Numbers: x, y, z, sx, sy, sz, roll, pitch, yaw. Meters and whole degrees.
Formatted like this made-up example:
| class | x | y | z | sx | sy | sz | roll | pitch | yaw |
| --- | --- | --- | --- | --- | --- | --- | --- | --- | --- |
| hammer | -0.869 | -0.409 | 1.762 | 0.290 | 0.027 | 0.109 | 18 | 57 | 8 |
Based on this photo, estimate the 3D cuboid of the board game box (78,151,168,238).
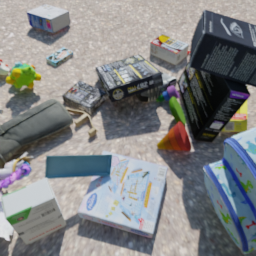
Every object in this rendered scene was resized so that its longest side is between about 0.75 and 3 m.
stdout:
| class | x | y | z | sx | sy | sz | roll | pitch | yaw |
| --- | --- | --- | --- | --- | --- | --- | --- | --- | --- |
| board game box | -0.071 | 1.716 | 7.595 | 1.967 | 0.406 | 1.972 | 14 | 52 | 10 |

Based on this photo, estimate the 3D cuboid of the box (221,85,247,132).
| class | x | y | z | sx | sy | sz | roll | pitch | yaw |
| --- | --- | --- | --- | --- | --- | --- | --- | --- | --- |
| box | 3.697 | -0.846 | 9.715 | 0.856 | 0.570 | 2.274 | 2 | 47 | 22 |

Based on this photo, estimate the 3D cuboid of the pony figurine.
| class | x | y | z | sx | sy | sz | roll | pitch | yaw |
| --- | --- | --- | --- | --- | --- | --- | --- | --- | --- |
| pony figurine | -3.700 | 1.551 | 7.067 | 2.348 | 1.955 | 2.266 | -11 | 35 | 4 |

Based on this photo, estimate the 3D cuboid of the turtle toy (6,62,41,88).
| class | x | y | z | sx | sy | sz | roll | pitch | yaw |
| --- | --- | --- | --- | --- | --- | --- | --- | --- | --- |
| turtle toy | -3.994 | -1.945 | 10.429 | 1.067 | 1.465 | 0.740 | 5 | 66 | -46 |

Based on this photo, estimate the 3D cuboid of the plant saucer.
| class | x | y | z | sx | sy | sz | roll | pitch | yaw |
| --- | --- | --- | --- | --- | --- | --- | --- | --- | --- |
| plant saucer | -1.266 | 0.977 | 7.279 | 1.749 | 0.611 | 0.166 | 2 | 12 | -25 |

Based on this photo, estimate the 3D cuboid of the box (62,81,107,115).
| class | x | y | z | sx | sy | sz | roll | pitch | yaw |
| --- | --- | --- | --- | --- | --- | --- | --- | --- | --- |
| box | -1.572 | -1.134 | 10.237 | 1.311 | 0.326 | 1.034 | 25 | 53 | 20 |

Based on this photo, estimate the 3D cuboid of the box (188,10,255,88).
| class | x | y | z | sx | sy | sz | roll | pitch | yaw |
| --- | --- | --- | --- | --- | --- | --- | --- | --- | --- |
| box | 2.838 | -2.213 | 7.757 | 2.068 | 1.079 | 1.530 | 17 | 46 | 1 |

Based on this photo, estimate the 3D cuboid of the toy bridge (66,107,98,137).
| class | x | y | z | sx | sy | sz | roll | pitch | yaw |
| --- | --- | --- | --- | --- | --- | --- | --- | --- | --- |
| toy bridge | -1.577 | -0.270 | 9.529 | 1.607 | 0.219 | 0.540 | 34 | 59 | 28 |

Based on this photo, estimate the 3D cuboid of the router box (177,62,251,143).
| class | x | y | z | sx | sy | sz | roll | pitch | yaw |
| --- | --- | --- | --- | --- | --- | --- | --- | --- | --- |
| router box | 2.592 | -1.302 | 9.128 | 0.734 | 2.143 | 2.873 | 8 | 47 | -16 |

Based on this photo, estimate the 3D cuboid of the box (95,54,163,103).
| class | x | y | z | sx | sy | sz | roll | pitch | yaw |
| --- | --- | --- | --- | --- | --- | --- | --- | --- | --- |
| box | -0.053 | -1.901 | 10.207 | 1.915 | 0.583 | 2.375 | -21 | 33 | -7 |

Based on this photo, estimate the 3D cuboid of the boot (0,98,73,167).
| class | x | y | z | sx | sy | sz | roll | pitch | yaw |
| --- | --- | --- | --- | --- | --- | --- | --- | --- | --- |
| boot | -3.531 | -0.257 | 9.046 | 2.460 | 0.982 | 2.705 | 42 | 66 | 17 |

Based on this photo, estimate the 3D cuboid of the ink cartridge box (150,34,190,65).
| class | x | y | z | sx | sy | sz | roll | pitch | yaw |
| --- | --- | --- | --- | --- | --- | --- | --- | --- | --- |
| ink cartridge box | 1.845 | -3.479 | 12.127 | 1.391 | 0.583 | 1.221 | 31 | 56 | 25 |

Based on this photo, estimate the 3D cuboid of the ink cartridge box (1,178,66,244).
| class | x | y | z | sx | sy | sz | roll | pitch | yaw |
| --- | --- | --- | --- | --- | --- | --- | --- | --- | --- |
| ink cartridge box | -2.200 | 2.016 | 6.686 | 1.084 | 1.486 | 0.625 | -22 | 51 | -18 |

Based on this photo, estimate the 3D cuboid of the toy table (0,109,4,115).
| class | x | y | z | sx | sy | sz | roll | pitch | yaw |
| --- | --- | --- | --- | --- | --- | --- | --- | --- | --- |
| toy table | -4.213 | -0.705 | 7.853 | 1.395 | 1.517 | 0.889 | 9 | 0 | -22 |

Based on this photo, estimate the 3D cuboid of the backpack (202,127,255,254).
| class | x | y | z | sx | sy | sz | roll | pitch | yaw |
| --- | --- | --- | --- | --- | --- | --- | --- | --- | --- |
| backpack | 2.928 | 1.437 | 6.288 | 2.046 | 2.784 | 2.548 | -21 | 51 | 1 |

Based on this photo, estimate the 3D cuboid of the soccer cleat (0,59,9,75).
| class | x | y | z | sx | sy | sz | roll | pitch | yaw |
| --- | --- | --- | --- | --- | --- | --- | --- | --- | --- |
| soccer cleat | -5.898 | -2.579 | 11.291 | 2.464 | 0.956 | 0.854 | 27 | 8 | 8 |

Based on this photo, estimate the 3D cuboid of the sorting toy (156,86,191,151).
| class | x | y | z | sx | sy | sz | roll | pitch | yaw |
| --- | --- | --- | --- | --- | --- | --- | --- | --- | --- |
| sorting toy | 1.325 | -0.278 | 9.346 | 0.987 | 0.994 | 2.866 | -23 | 42 | 21 |

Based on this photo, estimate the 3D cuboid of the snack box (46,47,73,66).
| class | x | y | z | sx | sy | sz | roll | pitch | yaw |
| --- | --- | --- | --- | --- | --- | --- | --- | --- | --- |
| snack box | -2.935 | -3.067 | 12.038 | 0.606 | 0.193 | 1.042 | 30 | 55 | 24 |

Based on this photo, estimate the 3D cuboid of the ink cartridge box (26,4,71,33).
| class | x | y | z | sx | sy | sz | roll | pitch | yaw |
| --- | --- | --- | --- | --- | --- | --- | --- | --- | --- |
| ink cartridge box | -3.966 | -5.377 | 13.645 | 1.909 | 0.729 | 1.303 | 25 | 48 | 21 |

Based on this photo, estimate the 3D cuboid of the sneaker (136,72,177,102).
| class | x | y | z | sx | sy | sz | roll | pitch | yaw |
| --- | --- | --- | --- | --- | --- | --- | --- | --- | --- |
| sneaker | 0.838 | -1.627 | 10.491 | 1.858 | 0.697 | 1.073 | -23 | 50 | -29 |
